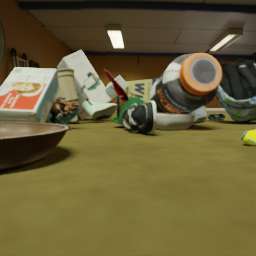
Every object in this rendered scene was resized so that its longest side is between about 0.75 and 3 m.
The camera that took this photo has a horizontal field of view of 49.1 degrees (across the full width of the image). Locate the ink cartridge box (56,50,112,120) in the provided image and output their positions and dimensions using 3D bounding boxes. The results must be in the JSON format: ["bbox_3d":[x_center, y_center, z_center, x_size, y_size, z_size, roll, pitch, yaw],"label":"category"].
[{"bbox_3d":[-2.101,-1.869,12.683,1.082,2.566,1.874,-36,7,-31],"label":"ink cartridge box"}]

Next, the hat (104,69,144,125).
[{"bbox_3d":[0.284,-0.874,8.601,1.452,1.543,1.753,14,12,36],"label":"hat"}]

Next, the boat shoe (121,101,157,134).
[{"bbox_3d":[0.232,-0.216,6.909,0.621,0.779,2.059,0,-7,-8],"label":"boat shoe"}]

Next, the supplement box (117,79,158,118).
[{"bbox_3d":[1.277,-1.228,12.845,2.610,1.754,2.612,-4,6,-41],"label":"supplement box"}]

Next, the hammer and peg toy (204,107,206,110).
[{"bbox_3d":[2.562,-0.997,15.205,2.728,0.962,2.006,3,7,40],"label":"hammer and peg toy"}]

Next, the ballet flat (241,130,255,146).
[{"bbox_3d":[2.298,0.167,4.926,0.306,0.305,0.912,30,25,35],"label":"ballet flat"}]

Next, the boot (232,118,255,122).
[{"bbox_3d":[5.230,-0.539,10.545,2.337,0.865,1.915,0,10,6],"label":"boot"}]

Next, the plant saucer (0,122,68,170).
[{"bbox_3d":[-2.074,0.190,3.508,2.594,0.416,2.594,-1,4,0],"label":"plant saucer"}]

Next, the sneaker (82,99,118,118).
[{"bbox_3d":[-1.154,-0.913,11.409,0.902,0.563,1.530,41,35,27],"label":"sneaker"}]

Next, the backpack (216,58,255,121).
[{"bbox_3d":[4.276,-1.414,10.605,1.943,1.832,2.382,-11,27,4],"label":"backpack"}]

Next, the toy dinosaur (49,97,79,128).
[{"bbox_3d":[-1.979,-0.404,7.783,1.285,0.872,0.657,-9,7,-15],"label":"toy dinosaur"}]

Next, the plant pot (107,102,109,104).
[{"bbox_3d":[-1.413,-0.962,15.675,0.979,0.660,0.979,-13,43,13],"label":"plant pot"}]

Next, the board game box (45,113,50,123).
[{"bbox_3d":[-3.080,-0.276,8.507,0.915,0.284,1.212,2,-7,-44],"label":"board game box"}]

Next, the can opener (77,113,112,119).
[{"bbox_3d":[-2.024,-0.849,14.032,2.593,0.822,1.019,-4,5,-41],"label":"can opener"}]

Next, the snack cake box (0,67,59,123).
[{"bbox_3d":[-2.573,-0.762,7.114,1.179,0.689,2.050,4,39,0],"label":"snack cake box"}]

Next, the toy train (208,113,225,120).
[{"bbox_3d":[4.140,-0.509,13.160,0.781,0.333,0.445,-1,-8,10],"label":"toy train"}]

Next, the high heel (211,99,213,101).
[{"bbox_3d":[3.556,-1.604,12.110,0.892,0.636,0.319,37,-8,-32],"label":"high heel"}]

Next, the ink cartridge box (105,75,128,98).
[{"bbox_3d":[-0.518,-1.773,12.136,0.762,0.551,0.554,-32,20,36],"label":"ink cartridge box"}]

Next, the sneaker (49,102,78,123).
[{"bbox_3d":[-3.606,-0.767,10.824,2.988,1.188,1.951,-2,6,-39],"label":"sneaker"}]

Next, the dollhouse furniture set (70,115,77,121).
[{"bbox_3d":[-2.982,-0.785,11.903,1.537,1.000,1.412,0,3,-18],"label":"dollhouse furniture set"}]

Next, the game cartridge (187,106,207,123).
[{"bbox_3d":[2.536,-1.381,11.390,0.476,2.351,1.567,-21,-6,26],"label":"game cartridge"}]

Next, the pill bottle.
[{"bbox_3d":[1.689,-1.230,8.441,1.558,1.558,2.933,-1,-7,-8],"label":"pill bottle"}]

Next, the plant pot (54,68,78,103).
[{"bbox_3d":[-2.319,-1.373,9.982,1.202,1.101,1.202,-20,-3,-1],"label":"plant pot"}]

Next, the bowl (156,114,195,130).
[{"bbox_3d":[1.187,-0.188,8.039,1.151,0.430,1.149,-3,7,-30],"label":"bowl"}]
